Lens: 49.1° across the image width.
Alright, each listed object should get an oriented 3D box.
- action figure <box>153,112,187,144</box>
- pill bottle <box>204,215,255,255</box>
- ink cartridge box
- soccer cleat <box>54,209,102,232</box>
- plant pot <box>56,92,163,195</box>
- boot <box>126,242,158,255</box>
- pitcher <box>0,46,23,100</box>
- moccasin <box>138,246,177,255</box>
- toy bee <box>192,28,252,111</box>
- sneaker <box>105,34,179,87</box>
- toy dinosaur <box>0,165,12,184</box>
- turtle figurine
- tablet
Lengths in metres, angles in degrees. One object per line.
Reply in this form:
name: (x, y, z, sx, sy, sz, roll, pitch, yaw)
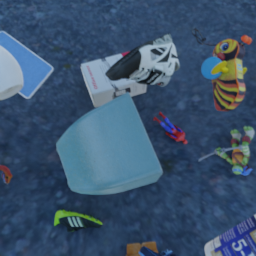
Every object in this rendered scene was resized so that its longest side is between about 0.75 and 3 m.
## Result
action figure: (1.471, 0.054, 9.483, 0.448, 0.354, 1.371, -41, 72, -15)
pill bottle: (1.864, 1.698, 3.940, 1.360, 0.814, 0.814, -38, 63, 13)
ink cartridge box: (-0.538, -1.799, 10.256, 2.048, 0.854, 1.488, -18, 61, -10)
soccer cleat: (-1.417, 2.691, 7.915, 1.363, 0.460, 0.552, 12, 80, 6)
plant pot: (-0.619, 0.767, 7.830, 2.318, 2.270, 2.276, -21, 74, -6)
boot: (0.743, 3.679, 7.249, 1.735, 0.665, 1.347, -4, 55, 6)
pitcher: (-3.636, -1.555, 6.875, 1.600, 1.131, 1.866, -34, 92, -35)
moccasin: (0.889, 2.909, 5.977, 1.472, 0.592, 0.502, 38, 77, -9)
toy bee: (2.760, -1.860, 7.807, 1.720, 1.428, 2.627, -34, 98, -47)
sneaker: (0.620, -1.653, 7.687, 2.903, 1.075, 1.285, -35, 100, -42)
toy dinosaur: (-4.302, 1.618, 8.001, 1.721, 1.897, 0.996, -34, 78, 16)
turtle figurine: (3.276, 0.567, 8.734, 1.559, 1.122, 1.511, 24, 58, 9)
tablet: (-3.420, -1.908, 8.471, 1.963, 0.134, 1.278, 36, 77, -3)
